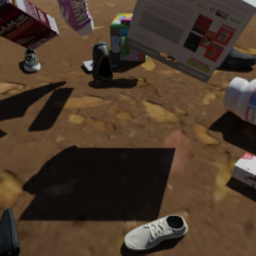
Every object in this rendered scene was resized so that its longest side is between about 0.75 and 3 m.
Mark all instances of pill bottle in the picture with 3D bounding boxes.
[{"bbox_3d":[4.112,-0.634,8.124,2.421,1.316,1.316,29,44,35],"label":"pill bottle"}]

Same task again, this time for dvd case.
[{"bbox_3d":[-1.226,-2.715,12.197,1.329,0.164,0.999,-14,37,-19],"label":"dvd case"}]

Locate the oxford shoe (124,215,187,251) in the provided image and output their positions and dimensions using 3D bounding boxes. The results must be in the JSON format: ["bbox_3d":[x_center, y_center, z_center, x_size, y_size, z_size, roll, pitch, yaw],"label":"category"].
[{"bbox_3d":[0.527,1.925,5.241,1.260,0.364,0.474,-12,39,-13],"label":"oxford shoe"}]

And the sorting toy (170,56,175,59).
[{"bbox_3d":[2.178,-3.492,13.337,0.452,0.159,0.938,14,37,20],"label":"sorting toy"}]

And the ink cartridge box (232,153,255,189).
[{"bbox_3d":[3.002,1.048,6.492,0.916,0.380,0.673,27,42,34],"label":"ink cartridge box"}]

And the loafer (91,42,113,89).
[{"bbox_3d":[-0.634,-1.437,7.045,0.533,1.485,0.467,-17,58,-11],"label":"loafer"}]

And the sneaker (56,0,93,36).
[{"bbox_3d":[-1.811,-4.294,9.871,0.977,2.695,1.536,-44,46,-11],"label":"sneaker"}]

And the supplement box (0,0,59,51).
[{"bbox_3d":[-2.950,-2.877,7.586,1.096,0.613,2.014,-24,-12,19],"label":"supplement box"}]

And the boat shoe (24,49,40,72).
[{"bbox_3d":[-4.295,-3.011,12.305,0.636,0.524,1.853,-12,36,-17],"label":"boat shoe"}]

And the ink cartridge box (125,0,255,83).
[{"bbox_3d":[1.456,-2.705,7.045,2.557,2.245,1.072,27,47,1],"label":"ink cartridge box"}]

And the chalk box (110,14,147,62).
[{"bbox_3d":[0.121,-4.109,12.933,1.656,1.667,2.671,4,36,7],"label":"chalk box"}]

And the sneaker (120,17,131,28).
[{"bbox_3d":[0.482,-3.844,11.103,1.791,0.854,0.708,19,33,6],"label":"sneaker"}]

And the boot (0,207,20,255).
[{"bbox_3d":[-2.487,1.976,5.128,0.846,0.384,1.006,-11,42,-23],"label":"boot"}]

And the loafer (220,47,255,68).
[{"bbox_3d":[4.209,-3.344,12.339,2.860,1.034,1.041,14,36,18],"label":"loafer"}]
